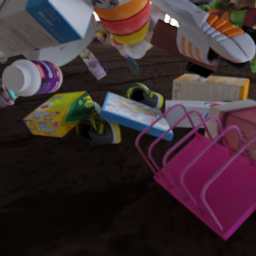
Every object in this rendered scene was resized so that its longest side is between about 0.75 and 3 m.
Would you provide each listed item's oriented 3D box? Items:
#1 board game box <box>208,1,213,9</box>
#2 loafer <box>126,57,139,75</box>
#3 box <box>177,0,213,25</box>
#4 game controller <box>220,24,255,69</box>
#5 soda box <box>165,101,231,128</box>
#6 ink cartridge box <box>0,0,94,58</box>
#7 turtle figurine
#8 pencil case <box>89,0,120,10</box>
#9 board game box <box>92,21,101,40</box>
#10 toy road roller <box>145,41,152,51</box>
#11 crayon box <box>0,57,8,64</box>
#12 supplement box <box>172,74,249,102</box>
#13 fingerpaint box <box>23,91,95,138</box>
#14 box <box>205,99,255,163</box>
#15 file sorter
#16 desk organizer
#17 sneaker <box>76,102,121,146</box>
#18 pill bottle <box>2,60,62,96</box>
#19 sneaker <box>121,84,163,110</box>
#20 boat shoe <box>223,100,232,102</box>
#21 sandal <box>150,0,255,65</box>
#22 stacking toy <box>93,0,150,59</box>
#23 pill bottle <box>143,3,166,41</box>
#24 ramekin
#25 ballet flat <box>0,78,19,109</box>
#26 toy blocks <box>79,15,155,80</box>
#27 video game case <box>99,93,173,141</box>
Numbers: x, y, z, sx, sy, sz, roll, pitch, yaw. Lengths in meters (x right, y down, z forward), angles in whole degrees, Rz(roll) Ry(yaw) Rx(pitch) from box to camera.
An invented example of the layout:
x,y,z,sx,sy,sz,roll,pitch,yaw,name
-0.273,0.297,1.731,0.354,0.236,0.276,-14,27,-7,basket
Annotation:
x,y,z,sx,sy,sz,roll,pitch,yaw,name
3.019,-3.952,9.269,0.628,0.195,0.832,29,25,15,board game box
0.157,-2.283,10.095,0.307,0.855,0.269,-30,57,3,loafer
2.612,-4.362,10.422,1.227,0.756,1.217,10,35,31,box
3.083,-2.815,8.961,0.533,1.320,2.531,27,14,-47,game controller
2.200,-0.416,8.625,2.092,0.666,0.713,2,21,4,soda box
-1.794,-2.187,5.013,2.513,1.455,0.838,-1,-24,33,ink cartridge box
2.275,-2.675,7.215,2.791,2.071,2.878,43,10,38,turtle figurine
-0.312,-2.542,4.498,0.492,1.265,0.566,4,-8,21,pencil case
-1.373,-3.907,11.243,0.877,0.292,1.304,-10,38,14,board game box
0.260,-3.948,11.604,1.086,1.767,1.290,-40,11,-17,toy road roller
-4.092,-1.983,6.984,1.432,0.484,1.660,22,22,0,crayon box
3.199,-1.446,10.885,2.589,0.952,1.632,10,22,25,supplement box
-1.890,-0.375,7.642,1.571,0.576,1.311,2,39,45,fingerpaint box
2.622,0.478,5.189,1.227,1.439,2.251,-11,23,-26,box
1.192,0.538,4.692,1.317,1.188,1.895,-41,33,-10,file sorter
1.236,-1.720,6.214,1.582,0.609,0.567,22,-10,-5,desk organizer
-1.082,-0.152,7.715,0.936,0.824,2.213,-14,25,-32,sneaker
-2.168,-1.147,6.407,0.794,0.794,1.413,5,13,14,pill bottle
0.331,-1.264,10.243,0.922,0.812,2.180,17,6,-41,sneaker
3.881,-0.464,8.861,1.928,0.582,0.712,18,27,38,boat shoe
1.204,-1.698,5.063,0.930,0.696,2.428,-15,49,-30,sandal
-0.039,-2.858,7.405,1.809,2.476,1.809,-8,55,11,stacking toy
0.621,-3.711,9.890,0.951,0.951,1.588,-11,-1,-27,pill bottle
-1.912,-2.595,7.400,2.409,1.122,2.409,-37,-6,-4,ramekin
-4.941,-1.449,11.115,1.066,1.036,2.996,-23,25,-5,ballet flat
-0.777,-3.283,8.595,2.616,2.444,2.202,-32,-7,7,toy blocks
0.200,-0.423,8.130,1.892,0.235,2.644,19,16,-6,video game case
